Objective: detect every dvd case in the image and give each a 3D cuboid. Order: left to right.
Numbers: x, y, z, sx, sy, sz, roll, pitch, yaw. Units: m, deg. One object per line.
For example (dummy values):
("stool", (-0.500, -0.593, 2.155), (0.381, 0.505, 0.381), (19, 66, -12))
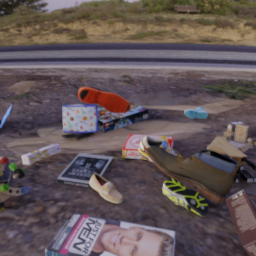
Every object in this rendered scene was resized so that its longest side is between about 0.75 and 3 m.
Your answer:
("dvd case", (-1.478, 1.498, 10.052), (1.419, 0.234, 1.888), (6, 23, 13))

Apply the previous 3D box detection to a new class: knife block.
("knife block", (3.794, 1.157, 10.111), (1.884, 0.687, 2.146), (22, 24, 24))

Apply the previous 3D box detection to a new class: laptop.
("laptop", (-6.619, -0.449, 13.596), (2.010, 1.038, 1.781), (-6, 23, -14))

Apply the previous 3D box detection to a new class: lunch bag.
("lunch bag", (-2.168, -0.434, 13.049), (1.558, 1.325, 0.965), (0, 9, 9))

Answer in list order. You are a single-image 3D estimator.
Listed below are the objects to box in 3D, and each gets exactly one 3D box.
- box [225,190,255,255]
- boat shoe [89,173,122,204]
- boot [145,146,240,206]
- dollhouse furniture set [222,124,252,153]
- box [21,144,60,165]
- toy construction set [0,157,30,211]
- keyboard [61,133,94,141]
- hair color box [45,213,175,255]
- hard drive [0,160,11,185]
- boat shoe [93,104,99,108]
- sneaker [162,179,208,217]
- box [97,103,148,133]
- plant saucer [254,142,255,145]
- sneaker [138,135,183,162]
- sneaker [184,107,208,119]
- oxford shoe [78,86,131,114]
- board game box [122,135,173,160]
("box", (3.066, 2.433, 6.916), (0.633, 0.846, 1.690), (-37, 14, 17))
("boat shoe", (-0.676, 1.853, 8.661), (1.258, 0.435, 0.464), (29, 27, 22))
("boot", (1.970, 1.006, 8.691), (2.836, 1.374, 1.059), (32, 19, 16))
("dollhouse furniture set", (4.390, 0.400, 11.791), (1.354, 0.775, 1.588), (18, 26, 42))
("box", (-3.246, 0.974, 10.541), (0.327, 0.350, 1.690), (-4, 8, 27))
("toy construction set", (-4.004, 1.695, 8.331), (1.717, 1.432, 1.320), (12, 36, 31))
("keyboard", (-2.239, 0.407, 12.682), (1.405, 0.278, 0.731), (-8, 10, -30))
("hair color box", (-0.334, 2.799, 6.290), (2.628, 0.795, 1.314), (6, 24, 14))
("hard drive", (-4.552, 1.604, 9.719), (0.948, 0.297, 1.406), (-8, 24, -19))
("boat shoe", (-1.812, -1.261, 15.727), (0.356, 0.972, 0.362), (-2, -21, -7))
("sneaker", (1.673, 2.083, 8.241), (1.479, 0.565, 0.558), (36, 48, 20))
("box", (-0.666, -0.662, 14.696), (2.939, 0.554, 2.007), (-19, 29, -37))
("plant saucer", (6.317, 0.696, 11.830), (1.317, 0.319, 1.317), (-8, 24, -20))
("sneaker", (1.304, 0.895, 9.743), (1.892, 0.852, 0.709), (20, 45, 0))
("sneaker", (3.638, -0.855, 15.268), (1.241, 0.494, 0.810), (10, 25, -2))
("oxford shoe", (-1.112, -1.469, 13.611), (2.647, 0.942, 0.960), (20, 22, -19))
("board game box", (0.832, 0.783, 11.357), (1.891, 0.438, 1.432), (3, 23, 11))
